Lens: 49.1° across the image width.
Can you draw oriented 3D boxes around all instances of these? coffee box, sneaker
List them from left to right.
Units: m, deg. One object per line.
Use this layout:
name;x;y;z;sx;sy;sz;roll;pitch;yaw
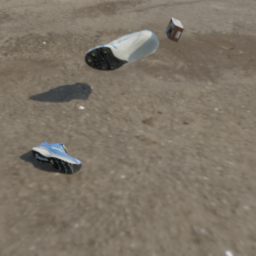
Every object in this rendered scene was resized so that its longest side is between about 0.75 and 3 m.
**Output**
sneaker;-2.280;0.873;9.321;1.879;0.738;0.838;20;47;23
sneaker;-0.270;-3.000;10.902;2.940;1.057;1.066;-18;32;-6
coffee box;1.651;-3.518;10.067;0.377;0.534;0.944;18;34;-13
